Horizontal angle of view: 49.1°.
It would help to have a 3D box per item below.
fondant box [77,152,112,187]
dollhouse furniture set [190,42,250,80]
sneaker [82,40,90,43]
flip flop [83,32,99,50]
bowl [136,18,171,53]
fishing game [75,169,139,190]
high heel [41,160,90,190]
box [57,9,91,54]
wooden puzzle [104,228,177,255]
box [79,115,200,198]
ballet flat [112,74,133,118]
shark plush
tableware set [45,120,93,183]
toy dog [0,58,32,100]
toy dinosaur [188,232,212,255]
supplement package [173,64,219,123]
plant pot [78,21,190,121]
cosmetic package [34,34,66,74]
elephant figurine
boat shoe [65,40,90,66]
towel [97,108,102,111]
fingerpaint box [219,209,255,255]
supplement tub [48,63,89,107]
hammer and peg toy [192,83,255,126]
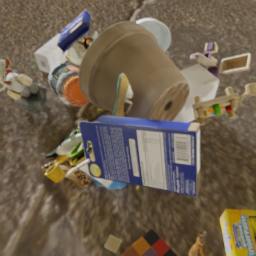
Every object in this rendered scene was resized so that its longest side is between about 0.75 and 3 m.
[{"bbox_3d":[-0.585,0.758,7.847,1.465,1.057,0.427,-54,24,-6],"label":"fondant box"},{"bbox_3d":[2.961,-2.445,9.081,1.777,1.262,1.408,-1,74,52],"label":"dollhouse furniture set"},{"bbox_3d":[-1.213,-3.755,12.501,1.996,0.771,0.781,-29,54,-24],"label":"sneaker"},{"bbox_3d":[-1.312,-2.794,9.366,0.399,0.561,1.385,32,52,-24],"label":"flip flop"},{"bbox_3d":[0.719,-3.644,11.223,1.837,1.837,0.826,-7,49,-6],"label":"bowl"},{"bbox_3d":[-0.524,1.179,8.418,1.975,0.307,1.414,20,53,-2],"label":"fishing game"},{"bbox_3d":[-1.850,1.414,8.263,1.442,0.515,1.028,-2,39,-12],"label":"high heel"},{"bbox_3d":[-1.683,-3.054,8.796,1.131,0.303,1.867,-35,33,17],"label":"box"},{"bbox_3d":[0.542,3.629,6.672,1.719,0.204,2.898,-33,57,-25],"label":"wooden puzzle"},{"bbox_3d":[0.219,0.560,6.112,2.623,1.589,0.425,5,29,23],"label":"box"},{"bbox_3d":[-0.086,-0.724,6.689,0.417,1.324,0.454,13,49,-1],"label":"ballet flat"},{"bbox_3d":[-1.658,0.560,7.740,1.273,0.578,0.530,-40,18,3],"label":"shark plush"},{"bbox_3d":[-1.530,0.507,7.785,1.816,0.414,2.696,-33,19,21],"label":"tableware set"},{"bbox_3d":[-3.954,-1.659,9.087,1.734,0.835,1.144,21,92,27],"label":"toy dog"},{"bbox_3d":[1.675,3.162,7.002,0.688,0.391,1.295,26,40,32],"label":"toy dinosaur"},{"bbox_3d":[1.878,-1.019,9.664,2.000,1.558,1.109,-25,53,-20],"label":"supplement package"},{"bbox_3d":[0.365,-1.233,7.871,2.687,2.687,2.331,-34,58,-25],"label":"plant pot"},{"bbox_3d":[-3.103,-3.164,11.921,0.702,0.890,1.654,20,51,18],"label":"cosmetic package"},{"bbox_3d":[-3.633,-1.271,10.282,1.187,1.302,1.678,11,11,-36],"label":"elephant figurine"},{"bbox_3d":[-1.062,-2.921,11.097,2.791,0.907,1.007,2,39,-32],"label":"boat shoe"},{"bbox_3d":[-1.097,-1.543,10.097,0.166,1.833,0.789,-16,4,35],"label":"towel"},{"bbox_3d":[3.292,3.060,6.807,1.659,0.729,1.988,2,50,1],"label":"fingerpaint box"},{"bbox_3d":[-1.887,-1.432,9.319,1.186,1.186,1.935,-22,30,-17],"label":"supplement tub"},{"bbox_3d":[2.833,-0.641,8.246,1.827,1.343,0.644,-14,72,11],"label":"hammer and peg toy"}]
